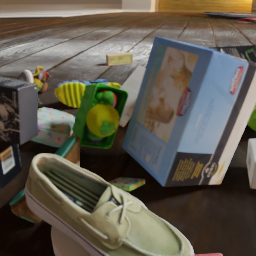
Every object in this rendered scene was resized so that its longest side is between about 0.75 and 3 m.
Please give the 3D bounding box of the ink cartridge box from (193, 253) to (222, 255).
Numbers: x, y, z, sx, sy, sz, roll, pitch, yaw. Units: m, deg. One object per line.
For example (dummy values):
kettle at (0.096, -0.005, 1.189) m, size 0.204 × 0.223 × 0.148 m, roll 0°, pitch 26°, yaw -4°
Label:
ink cartridge box at (0.125, 2.494, 3.069) m, size 2.440 × 1.010 × 1.787 m, roll -3°, pitch 26°, yaw -4°

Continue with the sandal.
sandal at (-1.529, -1.387, 10.657) m, size 2.516 × 1.000 × 1.095 m, roll -2°, pitch 26°, yaw -25°

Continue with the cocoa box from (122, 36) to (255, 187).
cocoa box at (1.350, -0.348, 6.249) m, size 1.827 × 2.784 × 1.856 m, roll 5°, pitch 21°, yaw -33°

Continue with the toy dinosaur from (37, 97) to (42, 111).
toy dinosaur at (-3.204, -0.506, 9.049) m, size 0.743 × 1.454 × 0.987 m, roll -32°, pitch 38°, yaw 18°

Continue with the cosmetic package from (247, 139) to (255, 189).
cosmetic package at (3.732, 0.812, 6.252) m, size 1.901 × 0.771 × 1.073 m, roll 2°, pitch 29°, yaw 16°

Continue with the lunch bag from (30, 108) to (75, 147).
lunch bag at (-2.217, -0.045, 8.088) m, size 1.202 × 0.577 × 1.498 m, roll 12°, pitch 22°, yaw -7°

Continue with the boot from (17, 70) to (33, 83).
boot at (-3.743, -1.217, 9.463) m, size 0.559 × 1.536 × 0.694 m, roll 32°, pitch 26°, yaw 15°

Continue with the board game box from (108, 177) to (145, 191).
board game box at (-0.075, 1.204, 6.032) m, size 0.752 × 0.110 × 0.506 m, roll -5°, pitch 7°, yaw 43°

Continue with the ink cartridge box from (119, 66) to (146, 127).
ink cartridge box at (0.241, -1.010, 9.717) m, size 1.284 × 0.593 × 2.357 m, roll 29°, pitch 74°, yaw 37°

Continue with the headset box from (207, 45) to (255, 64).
headset box at (2.788, -1.383, 8.977) m, size 2.548 × 2.218 × 1.182 m, roll -6°, pitch 59°, yaw -9°

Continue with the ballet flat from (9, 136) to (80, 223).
ballet flat at (-1.523, 1.101, 6.033) m, size 0.761 × 0.812 × 2.245 m, roll -29°, pitch 18°, yaw 37°

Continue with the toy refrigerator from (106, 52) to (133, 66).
toy refrigerator at (-0.474, -3.862, 15.681) m, size 1.427 × 0.542 × 0.499 m, roll -9°, pitch 29°, yaw -18°

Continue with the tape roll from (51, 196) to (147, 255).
tape roll at (-0.463, 1.849, 5.124) m, size 1.840 × 0.336 × 1.840 m, roll 0°, pitch 28°, yaw 0°

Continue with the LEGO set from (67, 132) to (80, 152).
LEGO set at (-1.522, 0.410, 7.630) m, size 0.381 × 0.308 × 0.829 m, roll 13°, pitch 41°, yaw -20°

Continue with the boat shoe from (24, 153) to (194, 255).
boat shoe at (-0.371, 1.376, 4.335) m, size 2.978 × 0.924 × 1.072 m, roll 22°, pitch 43°, yaw 11°

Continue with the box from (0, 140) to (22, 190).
box at (-3.468, 0.573, 6.529) m, size 1.604 × 1.191 × 0.859 m, roll 11°, pitch 29°, yaw 12°

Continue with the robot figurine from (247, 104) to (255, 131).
robot figurine at (4.189, -0.215, 8.488) m, size 1.269 × 0.837 × 1.446 m, roll 12°, pitch 20°, yaw -27°

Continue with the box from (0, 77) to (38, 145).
box at (-2.539, -0.397, 5.875) m, size 1.094 × 1.201 × 0.625 m, roll 11°, pitch 23°, yaw 14°

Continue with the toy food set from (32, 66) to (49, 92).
toy food set at (-3.560, -1.866, 11.354) m, size 0.617 × 1.111 × 1.888 m, roll 32°, pitch 9°, yaw -9°

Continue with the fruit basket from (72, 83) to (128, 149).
fruit basket at (-0.595, -0.238, 6.900) m, size 1.249 × 1.731 × 1.731 m, roll 11°, pitch 14°, yaw -44°
